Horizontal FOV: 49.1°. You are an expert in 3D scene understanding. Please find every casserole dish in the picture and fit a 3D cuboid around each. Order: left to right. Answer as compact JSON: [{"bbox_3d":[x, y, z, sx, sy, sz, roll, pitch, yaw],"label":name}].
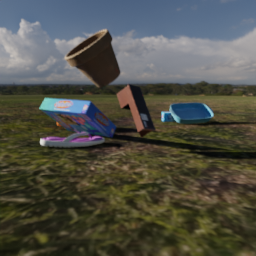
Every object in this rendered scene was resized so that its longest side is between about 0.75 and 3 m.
[{"bbox_3d":[3.848,-0.864,17.241,2.834,0.550,1.716,-4,39,-18],"label":"casserole dish"}]

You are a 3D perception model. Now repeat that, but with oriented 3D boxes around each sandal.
[{"bbox_3d":[-2.105,0.381,10.733,2.442,0.600,0.994,-2,9,-14],"label":"sandal"}]

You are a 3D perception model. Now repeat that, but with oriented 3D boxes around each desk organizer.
[{"bbox_3d":[0.256,-0.588,9.977,0.642,1.791,0.690,5,-31,-46],"label":"desk organizer"}]

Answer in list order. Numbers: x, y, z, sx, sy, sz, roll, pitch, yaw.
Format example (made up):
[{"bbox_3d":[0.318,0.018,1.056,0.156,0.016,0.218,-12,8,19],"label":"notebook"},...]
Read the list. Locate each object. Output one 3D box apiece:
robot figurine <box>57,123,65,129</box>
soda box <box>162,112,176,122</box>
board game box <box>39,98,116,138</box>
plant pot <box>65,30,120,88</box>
[{"bbox_3d":[-2.724,-0.500,14.780,2.018,1.177,1.451,-3,-13,-9],"label":"robot figurine"},{"bbox_3d":[3.107,-0.717,18.060,1.811,0.581,0.614,-1,9,-5],"label":"soda box"},{"bbox_3d":[-2.190,-0.440,12.270,2.739,0.616,2.083,7,-25,33],"label":"board game box"},{"bbox_3d":[-1.172,-2.533,10.805,1.942,1.694,1.942,-26,27,14],"label":"plant pot"}]
